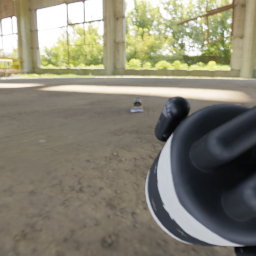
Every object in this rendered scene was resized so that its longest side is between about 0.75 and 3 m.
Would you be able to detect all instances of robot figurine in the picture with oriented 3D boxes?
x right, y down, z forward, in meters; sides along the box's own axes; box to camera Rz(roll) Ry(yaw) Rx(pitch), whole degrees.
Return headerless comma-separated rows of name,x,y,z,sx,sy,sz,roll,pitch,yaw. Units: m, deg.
robot figurine,1.192,0.718,3.863,1.702,2.049,2.727,10,-24,-3

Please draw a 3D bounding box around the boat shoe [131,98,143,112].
boat shoe,0.506,-1.365,16.218,0.699,0.700,1.936,0,14,1
